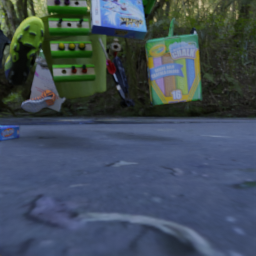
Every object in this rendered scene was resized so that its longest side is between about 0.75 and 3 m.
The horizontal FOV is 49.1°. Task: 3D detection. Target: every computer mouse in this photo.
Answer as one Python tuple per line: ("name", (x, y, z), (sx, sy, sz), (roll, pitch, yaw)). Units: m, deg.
("computer mouse", (-0.461, -2.085, 13.246), (0.597, 2.594, 1.821), (-16, 7, 16))

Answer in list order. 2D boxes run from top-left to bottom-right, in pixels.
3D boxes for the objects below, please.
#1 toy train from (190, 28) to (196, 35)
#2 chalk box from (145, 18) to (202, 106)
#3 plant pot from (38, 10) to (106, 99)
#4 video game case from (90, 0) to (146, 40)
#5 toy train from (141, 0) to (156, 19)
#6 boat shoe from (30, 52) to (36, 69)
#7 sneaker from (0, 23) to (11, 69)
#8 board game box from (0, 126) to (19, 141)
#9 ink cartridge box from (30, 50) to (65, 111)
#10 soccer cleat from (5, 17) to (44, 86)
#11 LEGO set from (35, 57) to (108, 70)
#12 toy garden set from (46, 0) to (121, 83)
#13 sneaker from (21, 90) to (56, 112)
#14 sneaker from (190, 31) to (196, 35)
("toy train", (2.478, -3.590, 11.401), (0.171, 1.004, 0.230), (11, 33, -15))
("chalk box", (1.573, -2.418, 10.283), (1.799, 2.906, 1.808), (-7, 10, 5))
("plant pot", (-1.761, -2.404, 9.606), (2.734, 2.596, 2.734), (-8, 16, 2))
("video game case", (-0.250, -2.678, 6.636), (1.266, 1.148, 0.288), (2, -27, -15))
("toy train", (0.558, -3.341, 7.017), (0.461, 0.341, 1.635), (-4, -21, -19))
("boat shoe", (-3.648, -2.371, 9.868), (0.673, 0.662, 1.867), (-14, -16, -30))
("sneaker", (-4.217, -2.996, 9.012), (1.032, 1.979, 0.594), (24, 2, -18))
("board game box", (-6.042, 0.204, 11.515), (2.396, 0.539, 1.822), (0, 4, 7))
("ink cartridge box", (-3.733, -2.428, 14.034), (1.724, 2.944, 0.991), (22, 37, -10))
("soccer cleat", (-3.283, -2.414, 8.599), (0.834, 1.079, 2.579), (1, -37, -36))
("LEGO set", (-2.225, -2.103, 11.405), (2.839, 1.083, 1.165), (1, -15, -8))
("toy garden set", (-1.078, -2.523, 7.632), (2.069, 2.482, 0.495), (-5, -12, -17))
("sneaker", (-4.304, -1.331, 13.690), (1.680, 0.652, 0.941), (-10, 37, 4))
("sneaker", (2.916, -4.046, 12.816), (0.365, 0.835, 0.308), (41, -18, -17))
